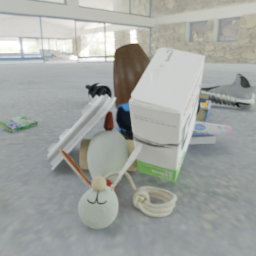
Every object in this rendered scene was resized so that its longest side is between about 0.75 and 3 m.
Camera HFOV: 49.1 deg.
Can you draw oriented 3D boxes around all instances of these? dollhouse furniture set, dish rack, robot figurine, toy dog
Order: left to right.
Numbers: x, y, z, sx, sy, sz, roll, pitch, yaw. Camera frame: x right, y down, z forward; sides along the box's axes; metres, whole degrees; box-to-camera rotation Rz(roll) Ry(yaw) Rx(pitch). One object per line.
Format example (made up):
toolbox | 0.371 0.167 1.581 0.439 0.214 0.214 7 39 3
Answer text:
dish rack | -1.160 -0.025 6.716 0.441 2.026 1.739 42 13 -10
robot figurine | -1.412 -1.669 13.734 0.996 1.199 1.596 -25 25 -20
toy dog | -0.379 0.543 5.447 1.881 1.373 2.851 -6 17 -20
dollhouse furniture set | 2.340 -0.682 10.037 1.016 1.076 0.702 13 -3 11

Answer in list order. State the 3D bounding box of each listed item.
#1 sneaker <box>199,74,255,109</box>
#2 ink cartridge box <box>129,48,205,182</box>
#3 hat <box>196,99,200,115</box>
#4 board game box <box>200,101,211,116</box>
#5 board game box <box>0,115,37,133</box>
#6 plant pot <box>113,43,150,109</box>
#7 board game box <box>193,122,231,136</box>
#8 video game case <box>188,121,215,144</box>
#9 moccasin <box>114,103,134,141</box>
sneaker | 4.564 -1.820 12.832 2.557 1.477 0.959 17 -8 24
ink cartridge box | 0.786 -0.204 5.563 0.910 2.167 1.577 15 54 18
hat | 1.381 -0.506 8.768 1.778 1.778 0.717 2 50 7
board game box | 2.657 -0.853 11.640 1.381 0.394 1.410 6 19 19
board game box | -3.778 -0.152 9.654 0.711 0.154 1.056 27 27 25
plant pot | 0.221 -1.967 10.415 1.957 2.094 1.957 -15 1 0
board game box | 1.978 -0.020 7.655 1.260 0.275 1.266 7 2 1
video game case | 1.450 -0.005 9.341 1.966 0.240 2.750 -1 17 -5
moccasin | 0.028 0.003 7.854 1.024 0.868 2.546 -7 -10 8
